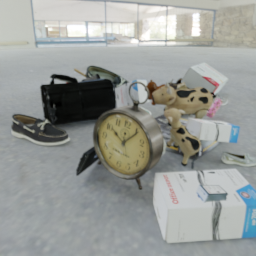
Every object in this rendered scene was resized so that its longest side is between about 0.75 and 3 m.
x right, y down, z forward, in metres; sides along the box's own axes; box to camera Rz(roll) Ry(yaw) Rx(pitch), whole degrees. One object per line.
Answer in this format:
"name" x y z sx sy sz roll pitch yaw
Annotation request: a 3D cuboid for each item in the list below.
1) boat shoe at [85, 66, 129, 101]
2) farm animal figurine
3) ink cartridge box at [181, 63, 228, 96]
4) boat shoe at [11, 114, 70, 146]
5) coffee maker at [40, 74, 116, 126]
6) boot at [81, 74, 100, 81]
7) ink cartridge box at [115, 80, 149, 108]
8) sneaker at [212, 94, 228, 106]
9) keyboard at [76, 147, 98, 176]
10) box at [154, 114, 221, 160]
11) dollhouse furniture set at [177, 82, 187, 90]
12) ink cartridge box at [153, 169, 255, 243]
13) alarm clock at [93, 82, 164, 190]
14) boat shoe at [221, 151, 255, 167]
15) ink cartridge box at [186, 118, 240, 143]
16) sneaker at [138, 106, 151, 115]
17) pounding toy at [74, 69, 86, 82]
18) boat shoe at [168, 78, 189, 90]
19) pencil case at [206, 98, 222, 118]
"boat shoe" -0.683 -2.060 13.260 2.928 0.883 1.107 19 61 2
"farm animal figurine" 1.081 -0.327 7.512 2.201 1.370 2.725 24 53 8
"ink cartridge box" 4.036 -2.472 14.637 1.656 0.941 2.272 40 34 16
"boat shoe" -2.912 0.016 9.135 2.310 0.697 0.853 12 22 29
"coffee maker" -1.780 -0.862 10.436 2.580 1.738 2.478 -10 39 -21
"boot" -1.560 -1.633 12.237 0.904 1.373 0.479 -13 -6 29
"ink cartridge box" 0.142 -1.437 12.105 0.553 0.961 1.659 -7 -1 -35
"sneaker" 4.151 -1.318 12.976 1.322 0.542 0.494 -13 24 -32
"keyboard" -0.763 0.487 7.044 0.181 1.117 1.758 31 16 7
"box" 1.620 0.185 8.902 2.221 0.537 1.759 17 26 37
"dollhouse furniture set" 2.467 -1.659 13.954 1.097 0.773 0.769 -25 12 19
"ink cartridge box" 1.441 1.419 5.303 1.743 0.749 1.277 -1 20 -6
"alarm clock" 0.058 0.090 5.841 1.498 2.221 0.739 27 32 26
"boat shoe" 3.015 0.818 7.541 0.958 0.307 0.353 5 21 14
"ink cartridge box" 2.246 0.067 7.530 1.135 0.478 0.820 5 9 -15
"sneaker" 0.371 -0.601 11.259 0.628 0.435 1.040 -5 20 -41
"pounding toy" -2.826 -2.266 14.164 2.410 1.383 1.378 -11 13 -18
"boat shoe" 2.958 -2.219 15.021 2.211 0.811 0.824 -16 26 -37
"pencil case" 3.384 -0.777 11.039 0.331 0.346 0.800 32 76 19
